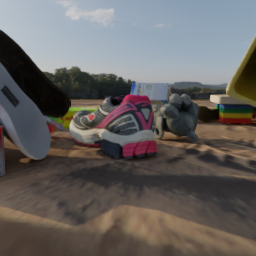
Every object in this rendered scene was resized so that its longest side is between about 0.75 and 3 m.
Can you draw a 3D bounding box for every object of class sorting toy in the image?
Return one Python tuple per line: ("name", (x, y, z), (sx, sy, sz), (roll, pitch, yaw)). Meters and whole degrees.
("sorting toy", (4.664, -0.715, 10.522), (2.810, 0.984, 2.827), (2, 7, 11))

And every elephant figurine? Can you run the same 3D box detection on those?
("elephant figurine", (1.017, -0.162, 6.853), (1.027, 1.126, 1.452), (33, -29, -13))

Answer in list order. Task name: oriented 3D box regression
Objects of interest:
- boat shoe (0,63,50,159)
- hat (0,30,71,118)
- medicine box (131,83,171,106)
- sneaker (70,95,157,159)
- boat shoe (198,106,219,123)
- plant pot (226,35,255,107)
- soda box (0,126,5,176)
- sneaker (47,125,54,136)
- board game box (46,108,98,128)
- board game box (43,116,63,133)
("boat shoe", (-1.834, -0.247, 4.109), (0.601, 1.815, 0.634), (-4, 42, 31))
("hat", (-2.535, -0.605, 4.904), (2.880, 1.162, 2.880), (21, -22, 9))
("medicine box", (0.969, -1.238, 11.341), (1.449, 0.746, 1.320), (3, -15, 17))
("sneaker", (-0.344, -0.154, 5.848), (1.165, 1.079, 2.890), (-5, 8, -33))
("boat shoe", (2.874, -0.490, 10.614), (1.728, 0.633, 0.560), (4, -4, -40))
("plant pot", (4.392, -1.932, 6.646), (2.821, 2.839, 2.904), (26, 35, 11))
("soda box", (-2.730, 0.255, 4.133), (2.210, 0.701, 0.774), (6, 10, 37))
("sneaker", (-2.259, -0.029, 6.386), (1.049, 0.606, 0.411), (-11, 45, -11))
("board game box", (-1.926, -0.352, 9.406), (2.337, 0.556, 1.187), (-4, 8, -27))
("board game box", (-2.087, -0.091, 6.832), (0.568, 0.144, 0.839), (-13, -26, 26))
